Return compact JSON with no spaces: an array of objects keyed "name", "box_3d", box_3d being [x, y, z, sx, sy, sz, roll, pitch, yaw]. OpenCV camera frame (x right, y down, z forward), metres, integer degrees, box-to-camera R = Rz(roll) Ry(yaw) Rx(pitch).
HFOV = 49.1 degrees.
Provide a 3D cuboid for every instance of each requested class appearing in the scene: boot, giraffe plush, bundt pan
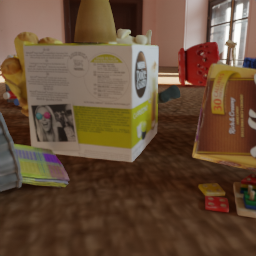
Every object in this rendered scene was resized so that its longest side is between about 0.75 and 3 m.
[{"name":"boot","box_3d":[1.362,-1.268,11.536,1.076,0.558,1.647,-17,5,43]},{"name":"giraffe plush","box_3d":[-2.721,-1.312,8.504,2.415,2.799,2.270,11,18,-20]},{"name":"bundt pan","box_3d":[-2.380,0.237,4.360,0.692,1.845,1.845,-23,26,-34]}]

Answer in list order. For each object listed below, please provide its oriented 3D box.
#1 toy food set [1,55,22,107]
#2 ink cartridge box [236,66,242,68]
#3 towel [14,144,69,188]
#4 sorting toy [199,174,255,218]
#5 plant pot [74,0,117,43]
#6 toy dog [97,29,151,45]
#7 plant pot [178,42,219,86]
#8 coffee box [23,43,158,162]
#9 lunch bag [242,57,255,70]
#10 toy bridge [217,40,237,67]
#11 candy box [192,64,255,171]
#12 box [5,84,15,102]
[{"name":"toy food set","box_3d":[-4.663,-1.836,11.894,1.256,2.631,1.184,-34,-1,30]},{"name":"ink cartridge box","box_3d":[4.152,-1.023,8.864,2.476,1.807,1.041,7,18,26]},{"name":"towel","box_3d":[-1.840,0.653,5.199,1.200,0.190,1.671,11,9,-27]},{"name":"sorting toy","box_3d":[2.058,0.992,4.218,1.950,0.330,0.940,4,15,16]},{"name":"plant pot","box_3d":[-0.652,-2.203,5.627,0.869,0.932,0.869,2,18,-1]},{"name":"toy dog","box_3d":[-0.306,-3.788,13.944,2.583,1.803,2.505,9,59,-2]},{"name":"plant pot","box_3d":[4.679,-4.242,18.828,2.586,2.840,2.840,0,15,11]},{"name":"coffee box","box_3d":[-0.691,-0.810,6.835,2.442,2.414,2.438,5,16,17]},{"name":"lunch bag","box_3d":[3.452,-0.542,6.653,1.718,1.764,2.597,12,4,20]},{"name":"toy bridge","box_3d":[2.712,-1.695,7.803,0.502,1.492,0.203,32,45,21]},{"name":"candy box","box_3d":[2.553,-0.005,4.586,2.711,1.581,0.765,11,-9,12]},{"name":"box","box_3d":[-5.256,-1.787,13.090,0.569,1.062,0.788,1,15,3]}]
